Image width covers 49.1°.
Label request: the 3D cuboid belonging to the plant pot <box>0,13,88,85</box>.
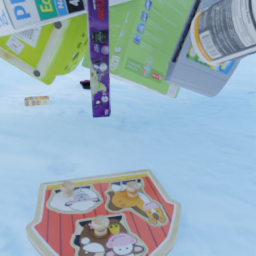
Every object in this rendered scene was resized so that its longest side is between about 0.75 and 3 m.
[{"bbox_3d":[-2.295,-2.819,7.354,2.567,2.554,2.329,32,32,-8],"label":"plant pot"}]

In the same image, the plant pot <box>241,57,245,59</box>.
[{"bbox_3d":[2.494,-2.960,7.487,1.949,2.909,2.909,21,7,-36],"label":"plant pot"}]

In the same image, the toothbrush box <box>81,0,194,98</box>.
[{"bbox_3d":[0.514,-2.326,6.085,1.239,2.878,2.095,25,10,41],"label":"toothbrush box"}]

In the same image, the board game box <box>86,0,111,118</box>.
[{"bbox_3d":[-0.386,-1.207,3.464,0.303,1.878,1.127,-6,37,-11],"label":"board game box"}]

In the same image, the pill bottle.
[{"bbox_3d":[1.740,-1.514,3.957,0.920,0.920,1.581,-16,4,-34],"label":"pill bottle"}]

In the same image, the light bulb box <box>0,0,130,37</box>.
[{"bbox_3d":[-1.371,-2.462,4.474,2.370,1.479,2.349,-30,27,-32],"label":"light bulb box"}]

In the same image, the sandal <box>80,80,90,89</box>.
[{"bbox_3d":[-1.901,-2.116,13.016,0.631,0.378,1.679,-9,23,-22],"label":"sandal"}]

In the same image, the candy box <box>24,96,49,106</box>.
[{"bbox_3d":[-3.387,-1.010,10.419,0.853,0.236,0.493,-4,23,-13],"label":"candy box"}]

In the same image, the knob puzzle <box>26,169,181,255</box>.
[{"bbox_3d":[-0.317,1.322,4.364,2.721,0.377,2.721,0,22,0],"label":"knob puzzle"}]

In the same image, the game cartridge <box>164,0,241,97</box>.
[{"bbox_3d":[1.553,-1.567,5.099,1.284,1.926,0.390,12,18,-28],"label":"game cartridge"}]
